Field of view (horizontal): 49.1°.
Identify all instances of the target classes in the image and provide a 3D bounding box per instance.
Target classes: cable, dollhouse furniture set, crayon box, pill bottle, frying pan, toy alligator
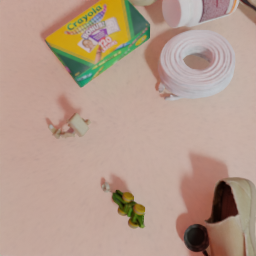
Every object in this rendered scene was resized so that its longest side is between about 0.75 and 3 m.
[{"bbox_3d":[1.852,-1.789,7.717,2.072,0.717,2.072,-2,66,7],"label":"cable"},{"bbox_3d":[-1.478,-0.102,7.019,1.102,0.488,0.571,-8,37,42],"label":"dollhouse furniture set"},{"bbox_3d":[-0.803,-2.474,7.769,2.492,0.726,1.480,-37,77,-5],"label":"crayon box"},{"bbox_3d":[2.036,-3.561,7.969,1.971,1.126,1.126,-22,70,-19],"label":"pill bottle"},{"bbox_3d":[1.717,2.629,6.379,1.022,0.166,0.618,40,84,1],"label":"frying pan"},{"bbox_3d":[-0.039,1.725,6.505,0.378,0.521,1.573,-2,31,-42],"label":"toy alligator"}]

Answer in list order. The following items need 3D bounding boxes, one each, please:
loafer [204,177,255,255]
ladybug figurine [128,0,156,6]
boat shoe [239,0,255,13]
[{"bbox_3d":[2.123,2.299,5.985,0.929,1.029,2.720,24,59,-21],"label":"loafer"},{"bbox_3d":[0.426,-4.639,8.720,1.503,0.797,2.214,-26,61,27],"label":"ladybug figurine"},{"bbox_3d":[4.018,-3.867,8.380,0.858,0.754,2.411,-34,84,-4],"label":"boat shoe"}]
